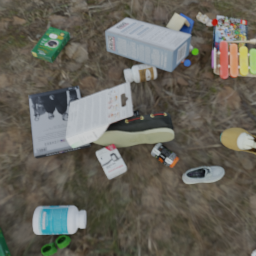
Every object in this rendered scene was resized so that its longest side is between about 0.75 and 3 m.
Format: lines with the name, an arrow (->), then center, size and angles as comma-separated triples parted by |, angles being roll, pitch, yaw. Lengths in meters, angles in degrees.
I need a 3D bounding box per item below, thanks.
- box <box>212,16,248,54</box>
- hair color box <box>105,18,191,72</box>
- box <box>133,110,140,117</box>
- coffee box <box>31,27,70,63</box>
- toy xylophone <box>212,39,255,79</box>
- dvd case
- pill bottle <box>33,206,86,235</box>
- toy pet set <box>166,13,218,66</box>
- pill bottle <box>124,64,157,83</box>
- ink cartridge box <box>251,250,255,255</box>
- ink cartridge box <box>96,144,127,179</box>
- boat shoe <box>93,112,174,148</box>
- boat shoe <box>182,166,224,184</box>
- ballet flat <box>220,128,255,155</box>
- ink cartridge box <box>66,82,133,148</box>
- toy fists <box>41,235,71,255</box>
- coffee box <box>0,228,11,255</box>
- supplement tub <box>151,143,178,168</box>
box -> 4.391, -3.912, 12.062 | 1.370, 0.378, 2.007 | 10, 63, 5
hair color box -> 0.745, -3.322, 10.983 | 2.996, 0.908, 1.483 | 25, 51, 25
box -> 0.123, -0.211, 10.256 | 0.684, 0.211, 0.857 | -8, 63, -2
coffee box -> -3.267, -3.537, 11.884 | 0.983, 0.352, 1.599 | 19, 64, 10
toy xylophone -> 4.467, -2.806, 11.168 | 2.477, 0.622, 1.813 | -4, 78, 0
dvd case -> -2.548, -0.280, 10.226 | 1.940, 0.319, 2.581 | -12, 63, -7
pill bottle -> -2.017, 2.751, 8.370 | 1.460, 0.809, 0.809 | -1, 63, 0
toy pet set -> 2.522, -3.775, 11.712 | 1.925, 1.095, 2.062 | 42, 106, 24
pill bottle -> 0.469, -2.131, 10.972 | 1.178, 0.674, 0.674 | -13, 64, -6
ink cartridge box -> 4.021, 3.726, 8.181 | 0.835, 0.283, 0.481 | -24, 65, -12
ink cartridge box -> -0.567, 1.134, 9.449 | 0.698, 0.401, 0.961 | -25, 66, -12
boat shoe -> 0.108, 0.060, 9.575 | 2.851, 1.043, 0.893 | -6, 61, 6
boat shoe -> 2.509, 1.523, 9.188 | 1.431, 0.509, 0.499 | -10, 63, -5
ballet flat -> 3.943, 0.461, 9.073 | 2.158, 0.680, 0.741 | 12, 91, -30
ink cartridge box -> -0.876, -0.461, 9.145 | 2.271, 0.569, 1.827 | -17, 42, 11
toy fists -> -2.121, 3.461, 8.239 | 0.872, 0.445, 0.300 | -29, 53, -14
coffee box -> -4.021, 4.272, 7.702 | 1.747, 0.625, 2.841 | -27, 66, -13
supplement tub -> 1.249, 0.939, 9.485 | 0.843, 0.517, 0.517 | 36, 68, 18
